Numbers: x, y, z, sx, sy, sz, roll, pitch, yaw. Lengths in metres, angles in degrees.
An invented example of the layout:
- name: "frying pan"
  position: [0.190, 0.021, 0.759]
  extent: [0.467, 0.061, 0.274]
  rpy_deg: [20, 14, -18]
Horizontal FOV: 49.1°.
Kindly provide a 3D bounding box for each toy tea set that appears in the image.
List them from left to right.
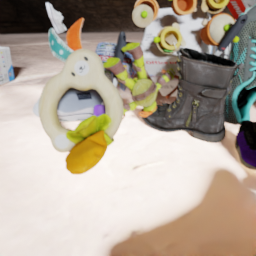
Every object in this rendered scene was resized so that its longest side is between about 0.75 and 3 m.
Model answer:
- name: "toy tea set"
  position: [1.230, -2.241, 5.750]
  extent: [2.277, 1.354, 0.843]
  rpy_deg: [-12, 11, -5]

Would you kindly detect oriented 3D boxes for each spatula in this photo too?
- name: "spatula"
  position: [-0.378, -0.971, 6.547]
  extent: [0.262, 2.553, 0.722]
  rpy_deg: [17, 5, 32]
- name: "spatula"
  position: [1.848, -1.564, 5.871]
  extent: [0.544, 1.927, 0.198]
  rpy_deg: [7, 59, -18]

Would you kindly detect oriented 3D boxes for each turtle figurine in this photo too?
- name: "turtle figurine"
  position: [0.180, -0.887, 6.547]
  extent: [2.299, 1.854, 0.740]
  rpy_deg: [-33, 36, 1]

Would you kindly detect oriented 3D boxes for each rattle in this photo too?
- name: "rattle"
  position: [-1.107, -0.795, 5.277]
  extent: [1.845, 2.833, 2.024]
  rpy_deg: [2, 9, 18]

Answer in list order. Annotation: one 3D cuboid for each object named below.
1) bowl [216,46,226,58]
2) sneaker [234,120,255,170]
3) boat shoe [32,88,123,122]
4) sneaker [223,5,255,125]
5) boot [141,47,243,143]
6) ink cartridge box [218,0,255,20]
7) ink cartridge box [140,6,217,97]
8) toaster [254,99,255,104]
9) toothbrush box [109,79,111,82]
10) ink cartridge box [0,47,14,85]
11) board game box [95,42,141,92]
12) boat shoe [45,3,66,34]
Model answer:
- name: "bowl"
  position: [3.255, -2.316, 8.702]
  extent: [1.911, 0.897, 1.911]
  rpy_deg: [-26, 23, 12]
- name: "sneaker"
  position: [2.561, 0.273, 5.730]
  extent: [0.544, 0.778, 1.564]
  rpy_deg: [3, 21, 3]
- name: "boat shoe"
  position: [-1.282, -0.701, 7.704]
  extent: [0.936, 1.054, 2.865]
  rpy_deg: [-23, -13, 36]
- name: "sneaker"
  position: [2.813, -1.336, 6.490]
  extent: [1.117, 2.879, 1.313]
  rpy_deg: [7, 20, -22]
- name: "boot"
  position: [1.307, -0.842, 6.490]
  extent: [2.468, 2.148, 0.854]
  rpy_deg: [15, 46, 29]
- name: "ink cartridge box"
  position: [3.582, -2.895, 7.589]
  extent: [2.389, 0.839, 2.940]
  rpy_deg: [33, -10, -41]
- name: "ink cartridge box"
  position: [1.456, -1.956, 7.576]
  extent: [1.532, 1.505, 2.081]
  rpy_deg: [6, -18, 26]
- name: "toaster"
  position: [5.005, -1.023, 8.529]
  extent: [1.799, 1.068, 1.627]
  rpy_deg: [-3, 22, -8]
- name: "toothbrush box"
  position: [-1.350, -1.595, 10.478]
  extent: [1.531, 0.653, 1.121]
  rpy_deg: [5, 23, 8]
- name: "ink cartridge box"
  position: [-5.981, -2.484, 11.546]
  extent: [1.451, 1.477, 2.006]
  rpy_deg: [4, 23, 10]
- name: "board game box"
  position: [-0.318, -1.643, 7.297]
  extent: [1.396, 0.431, 1.396]
  rpy_deg: [8, 58, 7]
- name: "boat shoe"
  position: [-1.593, -2.457, 6.227]
  extent: [0.273, 0.307, 0.835]
  rpy_deg: [-18, -19, -2]
